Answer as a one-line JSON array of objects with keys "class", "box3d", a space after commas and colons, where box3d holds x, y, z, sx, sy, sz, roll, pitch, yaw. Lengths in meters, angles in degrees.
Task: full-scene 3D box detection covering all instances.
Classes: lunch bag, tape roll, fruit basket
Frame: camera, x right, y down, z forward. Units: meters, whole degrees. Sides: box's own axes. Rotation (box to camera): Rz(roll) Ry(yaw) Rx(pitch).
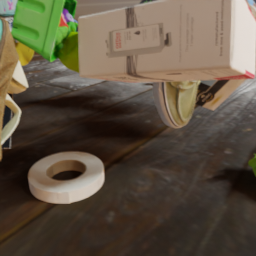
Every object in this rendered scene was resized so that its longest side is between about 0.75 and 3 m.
[{"class": "lunch bag", "box3d": [-3.083, -2.625, 6.014, 1.498, 0.577, 1.202, -11, 21, -21]}, {"class": "tape roll", "box3d": [-1.497, 1.157, 6.873, 1.840, 0.336, 1.840, 1, 24, 0]}, {"class": "fruit basket", "box3d": [-1.069, -1.664, 5.025, 1.731, 1.249, 1.731, 18, 17, -6]}]

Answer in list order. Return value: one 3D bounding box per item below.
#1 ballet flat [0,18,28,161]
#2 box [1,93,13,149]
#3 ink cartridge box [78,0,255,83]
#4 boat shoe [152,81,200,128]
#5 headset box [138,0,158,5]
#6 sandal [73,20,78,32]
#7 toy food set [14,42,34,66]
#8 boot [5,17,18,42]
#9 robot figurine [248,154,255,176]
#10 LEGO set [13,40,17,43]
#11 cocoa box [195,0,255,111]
[{"class": "ballet flat", "box3d": [-1.844, -0.485, 3.919, 0.761, 0.812, 2.245, -18, 58, 28]}, {"class": "box", "box3d": [-2.995, -0.174, 5.507, 0.859, 1.191, 1.604, 5, -6, -43]}, {"class": "ink cartridge box", "box3d": [0.654, -1.299, 4.578, 2.440, 1.010, 1.787, 3, 6, 32]}, {"class": "boat shoe", "box3d": [1.153, -1.337, 5.895, 1.072, 2.978, 0.924, -23, 28, -36]}, {"class": "headset box", "box3d": [1.442, -3.170, 9.709, 2.548, 2.218, 1.182, 21, 62, 21]}, {"class": "sandal", "box3d": [-1.610, -3.148, 10.093, 2.516, 1.000, 1.095, 34, 5, 18]}, {"class": "toy food set", "box3d": [-3.825, -3.061, 9.894, 1.111, 1.888, 0.617, 13, -8, -16]}, {"class": "boot", "box3d": [-3.818, -3.267, 8.814, 0.559, 0.694, 1.536, 6, 0, 3]}, {"class": "robot figurine", "box3d": [3.440, 1.046, 6.507, 1.269, 0.837, 1.446, 22, 22, -8]}, {"class": "LEGO set", "box3d": [-3.086, -2.426, 7.751, 0.829, 0.308, 0.381, -4, 55, 0]}, {"class": "cocoa box", "box3d": [2.273, -2.162, 7.516, 1.827, 2.784, 1.856, 15, 49, -22]}]
